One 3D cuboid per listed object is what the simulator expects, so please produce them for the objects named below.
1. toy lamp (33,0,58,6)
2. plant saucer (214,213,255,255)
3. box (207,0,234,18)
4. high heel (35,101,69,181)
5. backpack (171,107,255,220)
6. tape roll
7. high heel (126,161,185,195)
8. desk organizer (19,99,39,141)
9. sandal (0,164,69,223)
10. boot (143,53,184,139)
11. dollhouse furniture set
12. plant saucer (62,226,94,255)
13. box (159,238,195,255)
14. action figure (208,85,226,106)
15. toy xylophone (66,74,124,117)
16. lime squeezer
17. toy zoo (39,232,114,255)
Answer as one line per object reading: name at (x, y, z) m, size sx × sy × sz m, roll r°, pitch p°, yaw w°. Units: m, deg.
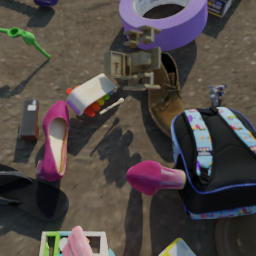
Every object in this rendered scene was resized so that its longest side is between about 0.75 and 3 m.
toy lamp at (-3.801, -5.010, 10.088) m, size 2.737 × 0.797 × 0.797 m, roll 21°, pitch 64°, yaw 13°
plant saucer at (3.081, 2.602, 6.349) m, size 2.172 × 0.320 × 2.172 m, roll 0°, pitch 61°, yaw 0°
box at (2.673, -5.575, 10.394) m, size 2.970 × 0.733 × 2.371 m, roll 29°, pitch 68°, yaw 14°
high heel at (-1.732, 0.241, 7.051) m, size 1.060 × 0.745 × 2.211 m, roll -13°, pitch 55°, yaw 45°
backpack at (2.057, 0.678, 6.606) m, size 2.202 × 1.623 × 2.412 m, roll -8°, pitch 46°, yaw -6°
tape roll at (1.129, -3.780, 9.028) m, size 2.733 × 0.897 × 2.733 m, roll -7°, pitch 58°, yaw 12°
high heel at (0.218, 1.063, 5.982) m, size 1.110 × 2.315 × 0.780 m, roll 10°, pitch 83°, yaw -15°
desk organizer at (-2.685, -0.213, 7.743) m, size 0.400 × 0.429 × 1.115 m, roll -2°, pitch 62°, yaw -1°
sandal at (-2.804, 1.461, 6.768) m, size 2.824 × 0.605 × 1.074 m, roll 12°, pitch 63°, yaw 6°
boot at (1.081, -0.943, 7.765) m, size 0.966 × 0.990 × 2.625 m, roll -6°, pitch 64°, yaw -19°
dollhouse furniture set at (0.315, -1.764, 7.619) m, size 1.129 × 1.699 × 1.489 m, roll -3°, pitch 95°, yaw -42°
plant saucer at (-0.699, 2.800, 5.092) m, size 0.494 × 1.950 × 1.950 m, roll -24°, pitch 65°, yaw -18°
box at (0.748, 3.039, 5.500) m, size 1.541 × 0.373 × 0.904 m, roll -36°, pitch 74°, yaw -17°
action figure at (2.459, -0.940, 7.886) m, size 0.328 × 0.615 × 0.945 m, roll 2°, pitch 20°, yaw 37°
toy xylophone at (-0.873, -0.875, 7.825) m, size 1.636 × 0.411 × 1.198 m, roll -30°, pitch 74°, yaw -36°
lime squeezer at (-3.239, -2.728, 8.422) m, size 1.973 × 0.697 × 0.372 m, roll 21°, pitch 81°, yaw -20°
toy zoo at (-1.122, 2.911, 6.254) m, size 1.707 × 0.175 × 1.120 m, roll 1°, pitch 62°, yaw 0°
